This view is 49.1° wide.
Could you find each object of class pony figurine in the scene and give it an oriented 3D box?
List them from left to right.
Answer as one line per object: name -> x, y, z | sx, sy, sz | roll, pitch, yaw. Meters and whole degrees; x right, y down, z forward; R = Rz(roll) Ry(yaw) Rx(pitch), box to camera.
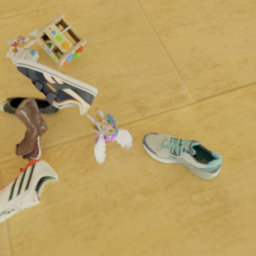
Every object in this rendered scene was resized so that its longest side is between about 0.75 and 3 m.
pony figurine -> -0.829, 0.183, 9.992 | 1.524, 1.766, 1.830 | -32, 46, -16

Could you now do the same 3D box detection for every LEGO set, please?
LEGO set -> -4.523, -4.008, 12.452 | 1.443, 0.474, 1.932 | 21, 58, 42

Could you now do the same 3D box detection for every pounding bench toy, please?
pounding bench toy -> -2.932, -3.536, 12.143 | 1.304, 2.099, 1.637 | -46, 103, -19

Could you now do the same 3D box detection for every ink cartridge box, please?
ink cartridge box -> -4.659, -3.135, 12.346 | 1.190, 0.397, 0.689 | 12, 63, 7

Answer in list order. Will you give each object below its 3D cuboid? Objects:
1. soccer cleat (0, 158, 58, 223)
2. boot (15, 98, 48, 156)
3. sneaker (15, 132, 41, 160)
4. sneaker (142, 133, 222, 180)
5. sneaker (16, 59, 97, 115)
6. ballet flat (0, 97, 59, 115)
soccer cleat -> -3.593, 2.303, 9.120 | 1.257, 1.013, 2.952 | 30, 61, 21
boot -> -3.010, -0.031, 8.126 | 0.468, 1.456, 1.357 | 23, 60, 18
sneaker -> -3.576, 0.411, 9.911 | 0.570, 0.870, 1.507 | -18, 76, 32
sneaker -> 1.916, 0.713, 9.801 | 2.904, 1.254, 1.127 | 20, 64, 11
sneaker -> -2.498, -1.318, 9.357 | 2.780, 1.090, 1.104 | 22, 86, -9
ballet flat -> -3.926, -0.967, 11.013 | 2.470, 0.702, 0.821 | 1, 62, 1
